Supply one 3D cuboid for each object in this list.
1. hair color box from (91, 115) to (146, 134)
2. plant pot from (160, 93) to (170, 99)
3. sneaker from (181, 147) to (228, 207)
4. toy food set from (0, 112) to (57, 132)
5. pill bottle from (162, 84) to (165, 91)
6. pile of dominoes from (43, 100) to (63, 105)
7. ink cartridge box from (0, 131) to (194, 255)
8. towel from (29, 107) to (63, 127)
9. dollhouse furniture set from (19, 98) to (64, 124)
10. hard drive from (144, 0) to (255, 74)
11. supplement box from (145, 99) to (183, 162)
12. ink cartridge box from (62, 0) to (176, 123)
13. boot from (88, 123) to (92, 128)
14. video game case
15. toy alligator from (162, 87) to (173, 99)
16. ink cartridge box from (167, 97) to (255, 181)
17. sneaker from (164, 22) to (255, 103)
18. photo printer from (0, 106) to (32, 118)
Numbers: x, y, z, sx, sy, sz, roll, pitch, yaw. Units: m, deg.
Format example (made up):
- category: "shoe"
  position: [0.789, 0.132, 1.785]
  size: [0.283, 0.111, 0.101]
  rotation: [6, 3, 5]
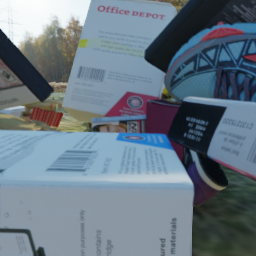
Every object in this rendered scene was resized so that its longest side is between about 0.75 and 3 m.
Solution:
- category: "hair color box"
  position: [-0.174, 0.067, 5.768]
  size: [1.121, 0.555, 0.340]
  rotation: [-4, 17, -4]
- category: "plant pot"
  position: [0.778, -0.623, 8.526]
  size: [0.983, 0.983, 0.973]
  rotation: [-4, -3, -22]
- category: "sneaker"
  position: [0.728, 0.406, 3.262]
  size: [0.434, 0.501, 1.145]
  rotation: [30, 27, -12]
- category: "toy food set"
  position: [-3.070, -0.011, 6.560]
  size: [2.695, 0.541, 1.860]
  rotation: [14, 6, -39]
- category: "pill bottle"
  position: [2.075, -1.571, 10.190]
  size: [0.930, 0.930, 1.628]
  rotation: [-9, -10, -44]
- category: "pile of dominoes"
  position: [-2.447, -0.887, 7.760]
  size: [1.703, 0.348, 2.184]
  rotation: [7, 3, 5]
- category: "ink cartridge box"
  position: [-0.668, 0.537, 2.078]
  size: [2.028, 0.855, 1.480]
  rotation: [0, 9, 3]
- category: "towel"
  position: [-2.377, -0.305, 8.138]
  size: [0.858, 0.621, 0.097]
  rotation: [11, 45, -23]
- category: "dollhouse furniture set"
  position: [-2.529, -0.303, 8.903]
  size: [1.475, 0.820, 1.304]
  rotation: [-1, 33, -8]
- category: "hard drive"
  position: [1.513, -1.468, 4.410]
  size: [1.558, 0.367, 2.233]
  rotation: [26, -41, -22]
- category: "supplement box"
  position: [1.595, -0.026, 5.249]
  size: [2.274, 0.974, 1.255]
  rotation: [-4, 12, -27]
- category: "ink cartridge box"
  position: [-0.112, -1.535, 6.969]
  size: [2.151, 2.964, 1.236]
  rotation: [11, -11, 8]
- category: "boot"
  position: [-0.630, -0.475, 8.699]
  size: [1.112, 0.857, 2.294]
  rotation: [-2, 6, 1]
- category: "video game case"
  position: [-2.923, -1.417, 4.758]
  size: [2.542, 2.813, 0.359]
  rotation: [-2, 45, 44]
- category: "toy alligator"
  position: [1.930, -1.004, 8.773]
  size: [0.835, 0.764, 2.816]
  rotation: [35, -25, -30]
- category: "ink cartridge box"
  position: [1.594, 0.480, 2.101]
  size: [2.484, 0.461, 1.176]
  rotation: [23, 1, -21]
- category: "sneaker"
  position: [1.739, -0.639, 3.558]
  size: [2.871, 1.138, 1.371]
  rotation: [-5, 47, 29]
- category: "photo printer"
  position: [-4.220, -0.510, 10.065]
  size: [1.429, 0.496, 1.189]
  rotation: [4, 11, 30]
